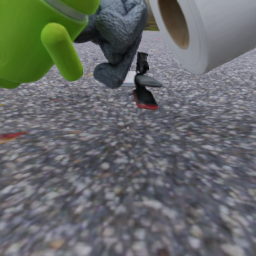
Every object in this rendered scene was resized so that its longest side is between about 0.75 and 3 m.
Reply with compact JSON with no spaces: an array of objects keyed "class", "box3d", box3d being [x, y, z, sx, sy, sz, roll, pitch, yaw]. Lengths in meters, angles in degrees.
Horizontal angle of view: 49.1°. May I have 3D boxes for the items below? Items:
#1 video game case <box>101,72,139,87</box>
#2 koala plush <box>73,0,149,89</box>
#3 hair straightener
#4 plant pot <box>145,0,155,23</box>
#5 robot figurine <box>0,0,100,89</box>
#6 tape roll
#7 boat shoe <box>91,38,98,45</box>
[{"class":"video game case","box3d":[-0.238,-2.155,12.307,1.814,0.229,1.991,0,24,-1]},{"class":"koala plush","box3d":[-0.668,-1.994,5.316,1.839,1.631,1.690,20,60,3]},{"class":"hair straightener","box3d":[0.347,-1.035,5.275,0.432,0.813,2.113,8,22,-2]},{"class":"plant pot","box3d":[0.714,-4.295,9.105,1.296,1.930,1.930,15,26,12]},{"class":"robot figurine","box3d":[-1.449,-1.712,4.052,1.501,2.595,2.277,11,43,-54]},{"class":"tape roll","box3d":[1.942,-3.036,6.626,2.057,2.996,2.996,-27,26,-2]},{"class":"boat shoe","box3d":[-1.452,-3.397,10.129,1.243,0.452,0.390,36,6,31]}]
